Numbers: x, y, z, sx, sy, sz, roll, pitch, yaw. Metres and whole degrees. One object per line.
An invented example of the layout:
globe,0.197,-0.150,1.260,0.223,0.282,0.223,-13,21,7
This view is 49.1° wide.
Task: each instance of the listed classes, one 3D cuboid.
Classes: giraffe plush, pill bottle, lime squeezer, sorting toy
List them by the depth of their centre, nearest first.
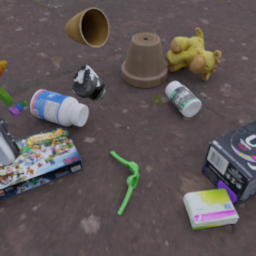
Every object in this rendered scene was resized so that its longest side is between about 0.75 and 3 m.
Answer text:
sorting toy,-2.931,-0.981,6.836,0.589,1.698,0.585,28,62,27
lime squeezer,-0.055,1.600,9.139,0.871,0.465,2.467,-5,45,-5
pill bottle,-2.657,-0.723,11.002,2.063,1.158,1.158,17,47,15
pill bottle,2.262,-1.224,11.717,0.875,0.875,1.548,-19,47,-18
giraffe plush,3.203,-3.220,13.141,2.372,2.047,1.924,-33,63,-8

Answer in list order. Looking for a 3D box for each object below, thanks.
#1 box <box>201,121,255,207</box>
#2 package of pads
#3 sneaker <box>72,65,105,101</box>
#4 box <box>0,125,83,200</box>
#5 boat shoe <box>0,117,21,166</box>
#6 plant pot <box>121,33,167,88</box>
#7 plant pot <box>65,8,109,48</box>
box,4.053,0.961,9.040,2.779,1.474,1.699,-22,49,-22
package of pads,2.415,2.373,8.328,1.340,0.457,1.035,-6,45,-6
sneaker,-1.114,-1.269,8.690,0.803,1.094,2.417,-44,22,7
box,-3.217,1.078,9.602,2.805,0.529,1.916,-19,48,-19
boat shoe,-3.279,0.050,7.117,0.640,1.832,0.607,-14,19,35
plant pot,0.791,-3.248,13.031,2.238,1.952,2.238,1,45,-1
plant pot,-1.545,-3.434,9.701,1.331,1.240,1.240,16,43,43
